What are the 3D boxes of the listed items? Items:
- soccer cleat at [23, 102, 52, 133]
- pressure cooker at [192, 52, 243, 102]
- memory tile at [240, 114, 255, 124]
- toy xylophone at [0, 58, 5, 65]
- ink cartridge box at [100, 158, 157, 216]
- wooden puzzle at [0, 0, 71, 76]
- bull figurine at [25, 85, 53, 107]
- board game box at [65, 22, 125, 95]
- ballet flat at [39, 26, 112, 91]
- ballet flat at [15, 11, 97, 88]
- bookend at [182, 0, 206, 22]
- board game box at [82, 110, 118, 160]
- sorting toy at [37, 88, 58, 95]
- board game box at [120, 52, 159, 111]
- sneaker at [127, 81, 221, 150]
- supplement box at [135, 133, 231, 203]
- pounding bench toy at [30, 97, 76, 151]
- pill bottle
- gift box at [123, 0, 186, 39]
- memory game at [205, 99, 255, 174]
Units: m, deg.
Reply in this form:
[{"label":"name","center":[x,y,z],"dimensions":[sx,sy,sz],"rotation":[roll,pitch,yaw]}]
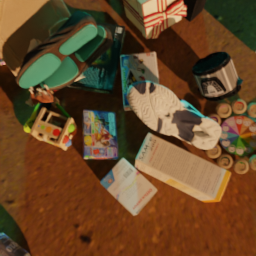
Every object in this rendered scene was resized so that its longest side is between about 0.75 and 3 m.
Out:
[{"label":"soccer cleat","center":[-2.946,-0.397,9.093],"dimensions":[1.255,0.406,0.525],"rotation":[-54,40,-4]},{"label":"pressure cooker","center":[2.792,-1.502,8.740],"dimensions":[1.248,1.229,1.397],"rotation":[-31,119,3]},{"label":"memory tile","center":[4.413,-0.037,9.060],"dimensions":[1.536,0.129,1.177],"rotation":[-14,73,-5]},{"label":"toy xylophone","center":[-4.404,-2.676,9.743],"dimensions":[0.913,0.313,1.247],"rotation":[-23,75,-6]},{"label":"ink cartridge box","center":[0.020,1.754,8.295],"dimensions":[1.394,0.590,1.007],"rotation":[42,78,13]},{"label":"wooden puzzle","center":[-3.024,-3.169,8.486],"dimensions":[2.562,2.370,0.477],"rotation":[-38,38,-11]},{"label":"bull figurine","center":[-2.800,-0.981,8.706],"dimensions":[1.023,0.621,0.333],"rotation":[-5,36,22]},{"label":"board game box","center":[-1.140,-2.474,9.664],"dimensions":[1.707,0.355,2.524],"rotation":[10,74,3]},{"label":"ballet flat","center":[-1.520,-2.012,8.754],"dimensions":[2.725,0.932,0.927],"rotation":[-36,77,12]},{"label":"ballet flat","center":[-2.166,-2.312,8.108],"dimensions":[2.851,0.969,0.975],"rotation":[-36,69,3]},{"label":"bookend","center":[1.954,-4.816,9.727],"dimensions":[1.570,1.560,0.723],"rotation":[43,79,12]},{"label":"board game box","center":[-0.869,0.208,8.622],"dimensions":[1.042,0.265,1.540],"rotation":[4,62,-17]},{"label":"sorting toy","center":[-2.730,-1.205,9.285],"dimensions":[0.819,0.395,0.139],"rotation":[-37,43,-7]},{"label":"board game box","center":[0.399,-1.553,9.250],"dimensions":[1.213,0.333,1.922],"rotation":[-5,71,4]},{"label":"sneaker","center":[1.093,-0.438,7.955],"dimensions":[2.790,1.815,1.114],"rotation":[21,96,-14]},{"label":"supplement box","center":[1.427,1.179,7.980],"dimensions":[2.408,1.517,0.885],"rotation":[26,76,6]},{"label":"pounding bench toy","center":[-2.127,-0.162,8.713],"dimensions":[1.096,0.873,1.405],"rotation":[20,75,6]},{"label":"pill bottle","center":[-3.204,3.601,7.663],"dimensions":[1.359,0.773,0.773],"rotation":[33,76,8]},{"label":"gift box","center":[0.907,-4.152,9.493],"dimensions":[1.678,1.818,1.698],"rotation":[-34,61,-2]},{"label":"memory game","center":[3.502,0.246,8.730],"dimensions":[2.376,0.151,2.376],"rotation":[-1,81,6]}]
